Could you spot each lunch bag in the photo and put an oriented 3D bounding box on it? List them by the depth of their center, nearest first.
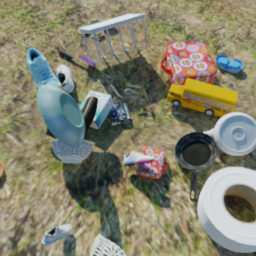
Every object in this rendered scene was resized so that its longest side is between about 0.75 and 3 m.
[{"bbox_3d":[0.827,1.136,9.216,0.953,0.443,1.082,12,54,9],"label":"lunch bag"},{"bbox_3d":[2.400,-2.613,11.689,2.077,0.966,2.359,-5,53,-3],"label":"lunch bag"}]

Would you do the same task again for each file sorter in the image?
[{"bbox_3d":[-0.550,-3.839,12.054,2.413,1.502,1.674,-23,28,-16],"label":"file sorter"}]

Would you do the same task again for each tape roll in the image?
[{"bbox_3d":[3.230,2.310,8.113,2.321,0.812,2.321,0,53,1],"label":"tape roll"}]

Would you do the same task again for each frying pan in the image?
[{"bbox_3d":[2.359,1.151,9.113,1.419,0.382,2.346,-19,55,7],"label":"frying pan"}]

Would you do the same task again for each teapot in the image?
[{"bbox_3d":[3.650,0.224,9.529,1.533,1.135,1.554,-44,81,4],"label":"teapot"}]

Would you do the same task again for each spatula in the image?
[{"bbox_3d":[-2.320,-3.102,12.402,2.137,0.220,0.604,22,12,25],"label":"spatula"}]

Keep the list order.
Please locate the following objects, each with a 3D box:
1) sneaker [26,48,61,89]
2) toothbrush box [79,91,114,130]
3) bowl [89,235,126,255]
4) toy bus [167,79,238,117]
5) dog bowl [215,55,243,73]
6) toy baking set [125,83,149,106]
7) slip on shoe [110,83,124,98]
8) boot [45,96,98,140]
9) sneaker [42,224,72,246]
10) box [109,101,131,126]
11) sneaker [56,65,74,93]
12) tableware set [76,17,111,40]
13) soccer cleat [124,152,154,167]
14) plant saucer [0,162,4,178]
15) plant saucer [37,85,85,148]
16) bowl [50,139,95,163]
[{"bbox_3d":[-3.556,-2.308,11.413,0.920,1.020,2.489,-31,62,-20],"label":"sneaker"},{"bbox_3d":[-1.244,-0.680,10.374,0.923,0.538,1.261,17,60,24],"label":"toothbrush box"},{"bbox_3d":[-0.386,3.495,6.260,0.935,1.993,1.993,6,53,7],"label":"bowl"},{"bbox_3d":[2.740,-1.152,10.517,2.416,0.946,0.786,17,54,9],"label":"toy bus"},{"bbox_3d":[4.385,-2.770,12.238,1.184,0.294,0.660,23,56,17],"label":"dog bowl"},{"bbox_3d":[0.315,-1.288,10.755,0.800,1.043,0.121,-16,20,13],"label":"toy baking set"},{"bbox_3d":[-0.466,-1.455,11.196,0.318,0.253,0.836,-15,55,-43],"label":"slip on shoe"},{"bbox_3d":[-1.960,-0.346,9.497,1.369,0.767,1.980,24,89,13],"label":"boot"},{"bbox_3d":[-1.892,2.821,7.627,0.351,0.406,0.937,27,23,29],"label":"sneaker"},{"bbox_3d":[-0.348,-0.557,10.625,0.754,0.218,0.949,-9,54,-7],"label":"box"},{"bbox_3d":[-2.636,-2.140,11.444,0.595,0.577,1.629,-36,51,7],"label":"sneaker"},{"bbox_3d":[-1.598,-5.010,13.933,1.490,0.207,1.783,24,62,24],"label":"tableware set"},{"bbox_3d":[0.307,0.945,8.860,1.079,0.377,0.466,-13,75,30],"label":"soccer cleat"},{"bbox_3d":[-4.564,1.475,9.127,1.013,0.190,1.013,1,53,-1],"label":"plant saucer"},{"bbox_3d":[-1.755,-0.419,8.034,0.389,2.020,2.020,-27,52,16],"label":"plant saucer"},{"bbox_3d":[-1.812,0.794,9.088,1.439,1.439,0.675,1,80,0],"label":"bowl"}]
